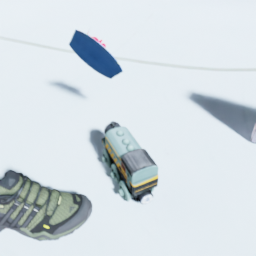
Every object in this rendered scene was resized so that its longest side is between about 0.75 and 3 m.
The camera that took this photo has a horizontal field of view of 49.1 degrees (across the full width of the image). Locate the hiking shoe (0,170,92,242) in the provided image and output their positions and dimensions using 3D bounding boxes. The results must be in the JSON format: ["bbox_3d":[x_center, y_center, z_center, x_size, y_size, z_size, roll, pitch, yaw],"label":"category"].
[{"bbox_3d":[-2.145,1.562,5.821,2.754,1.386,1.043,-1,40,-1],"label":"hiking shoe"}]

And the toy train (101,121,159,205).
[{"bbox_3d":[-0.009,0.780,6.852,0.947,1.266,2.221,-15,43,-19],"label":"toy train"}]

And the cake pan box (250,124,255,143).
[{"bbox_3d":[4.771,-0.381,7.162,2.463,2.674,0.700,16,43,20],"label":"cake pan box"}]

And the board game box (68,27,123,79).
[{"bbox_3d":[-0.767,-1.959,7.255,0.365,1.480,1.873,-55,15,-12],"label":"board game box"}]
